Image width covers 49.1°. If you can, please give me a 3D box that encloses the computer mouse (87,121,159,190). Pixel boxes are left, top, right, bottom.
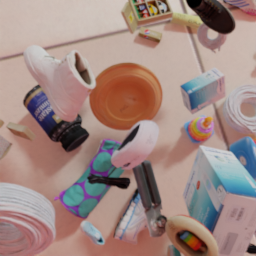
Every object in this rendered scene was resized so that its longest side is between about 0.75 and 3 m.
[{"bbox_3d":[0.007,0.738,6.835,1.180,0.472,2.153,23,115,-31],"label":"computer mouse"}]

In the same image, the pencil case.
[{"bbox_3d":[-1.139,1.721,9.742,1.319,1.215,2.855,39,79,-8],"label":"pencil case"}]

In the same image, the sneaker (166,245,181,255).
[{"bbox_3d":[1.879,5.025,9.217,0.952,0.851,2.383,-9,83,-5],"label":"sneaker"}]

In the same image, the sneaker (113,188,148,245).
[{"bbox_3d":[0.463,2.903,9.734,1.040,0.900,2.400,27,87,0],"label":"sneaker"}]

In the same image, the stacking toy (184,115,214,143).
[{"bbox_3d":[2.685,-0.082,9.918,0.971,1.673,0.918,-24,78,-5],"label":"stacking toy"}]

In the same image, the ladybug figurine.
[{"bbox_3d":[1.392,2.366,6.123,1.301,0.468,0.883,43,121,6],"label":"ladybug figurine"}]

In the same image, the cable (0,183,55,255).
[{"bbox_3d":[-3.143,2.459,7.147,2.575,2.575,0.892,14,37,-15],"label":"cable"}]

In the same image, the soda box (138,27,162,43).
[{"bbox_3d":[0.914,-3.813,11.491,0.936,0.300,0.317,20,77,5],"label":"soda box"}]

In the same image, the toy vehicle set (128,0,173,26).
[{"bbox_3d":[0.421,-3.108,6.621,0.858,0.183,1.382,-17,73,-6],"label":"toy vehicle set"}]

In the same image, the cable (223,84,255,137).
[{"bbox_3d":[4.566,-0.680,10.596,1.860,0.644,1.860,31,78,8],"label":"cable"}]

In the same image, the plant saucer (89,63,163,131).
[{"bbox_3d":[-0.047,-0.774,7.758,2.061,2.061,0.333,-8,34,-2],"label":"plant saucer"}]

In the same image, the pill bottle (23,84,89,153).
[{"bbox_3d":[-2.553,-0.360,10.150,1.367,1.367,2.444,-40,80,-8],"label":"pill bottle"}]

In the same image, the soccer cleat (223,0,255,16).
[{"bbox_3d":[4.902,-5.285,11.532,2.048,0.884,0.715,21,78,4],"label":"soccer cleat"}]

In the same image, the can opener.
[{"bbox_3d":[0.582,2.074,8.198,0.604,0.757,2.264,-16,92,-21],"label":"can opener"}]

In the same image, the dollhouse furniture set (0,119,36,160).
[{"bbox_3d":[-3.179,0.525,6.971,0.679,0.795,1.535,14,60,28],"label":"dollhouse furniture set"}]

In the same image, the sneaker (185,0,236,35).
[{"bbox_3d":[2.199,-3.178,7.716,1.925,0.720,1.022,37,34,-10],"label":"sneaker"}]

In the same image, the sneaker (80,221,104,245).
[{"bbox_3d":[-0.991,3.055,8.143,0.417,1.018,0.376,-3,43,36],"label":"sneaker"}]

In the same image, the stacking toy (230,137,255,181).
[{"bbox_3d":[5.166,0.908,10.034,2.571,1.411,1.492,-11,74,-15],"label":"stacking toy"}]

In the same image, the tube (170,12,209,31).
[{"bbox_3d":[2.599,-4.443,11.605,1.644,0.427,0.477,12,116,-2],"label":"tube"}]

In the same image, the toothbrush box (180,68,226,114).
[{"bbox_3d":[2.367,-1.152,8.807,1.276,0.934,0.544,-28,47,-1],"label":"toothbrush box"}]

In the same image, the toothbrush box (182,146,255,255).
[{"bbox_3d":[2.376,1.821,7.389,1.048,2.457,1.799,12,111,-4],"label":"toothbrush box"}]

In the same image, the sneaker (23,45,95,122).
[{"bbox_3d":[-1.763,-1.620,7.424,1.492,0.951,2.581,-47,68,31],"label":"sneaker"}]

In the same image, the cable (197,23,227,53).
[{"bbox_3d":[2.742,-3.049,9.107,0.971,0.971,0.336,34,45,15],"label":"cable"}]

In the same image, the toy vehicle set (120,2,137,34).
[{"bbox_3d":[0.060,-3.451,8.807,0.108,0.817,0.508,4,57,32],"label":"toy vehicle set"}]

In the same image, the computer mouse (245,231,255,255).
[{"bbox_3d":[3.447,2.617,7.728,0.534,1.334,2.432,-26,100,-27],"label":"computer mouse"}]
